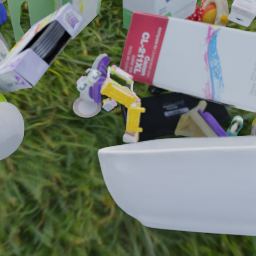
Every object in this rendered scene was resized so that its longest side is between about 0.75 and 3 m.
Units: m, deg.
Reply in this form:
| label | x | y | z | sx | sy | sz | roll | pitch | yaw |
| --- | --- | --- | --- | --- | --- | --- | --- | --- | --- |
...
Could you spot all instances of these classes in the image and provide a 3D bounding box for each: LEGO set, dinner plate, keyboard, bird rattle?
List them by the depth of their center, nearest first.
| label | x | y | z | sx | sy | sz | roll | pitch | yaw |
| --- | --- | --- | --- | --- | --- | --- | --- | --- | --- |
| LEGO set | -0.083 | -0.421 | 4.350 | 0.685 | 1.490 | 0.555 | -23 | 40 | 23 |
| keyboard | 1.258 | -0.600 | 7.906 | 2.861 | 0.367 | 1.718 | -12 | 64 | -9 |
| dinner plate | -1.167 | -0.612 | 8.049 | 0.802 | 0.097 | 0.802 | 0 | 57 | 0 |
| bird rattle | 2.670 | -3.452 | 9.081 | 1.205 | 1.744 | 2.139 | 12 | 64 | -14 |

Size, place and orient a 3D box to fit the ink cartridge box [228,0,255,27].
| label | x | y | z | sx | sy | sz | roll | pitch | yaw |
| --- | --- | --- | --- | --- | --- | --- | --- | --- | --- |
| ink cartridge box | 3.103 | -3.249 | 7.211 | 0.627 | 0.364 | 1.077 | 30 | 96 | 17 |

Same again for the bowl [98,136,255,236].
| label | x | y | z | sx | sy | sz | roll | pitch | yaw |
| --- | --- | --- | --- | --- | --- | --- | --- | --- | --- |
| bowl | 1.197 | 0.631 | 3.772 | 2.640 | 2.636 | 0.985 | -5 | 90 | 21 |

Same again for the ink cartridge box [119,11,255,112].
| label | x | y | z | sx | sy | sz | roll | pitch | yaw |
| --- | --- | --- | --- | --- | --- | --- | --- | --- | --- |
| ink cartridge box | 1.580 | -1.151 | 5.446 | 2.900 | 2.113 | 1.201 | 18 | 100 | 17 |

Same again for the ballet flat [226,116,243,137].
| label | x | y | z | sx | sy | sz | roll | pitch | yaw |
| --- | --- | --- | --- | --- | --- | --- | --- | --- | --- |
| ballet flat | 2.916 | -0.060 | 7.548 | 0.302 | 0.316 | 0.897 | 28 | 60 | 17 |

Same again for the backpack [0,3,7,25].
| label | x | y | z | sx | sy | sz | roll | pitch | yaw |
| --- | --- | --- | --- | --- | --- | --- | --- | --- | --- |
| backpack | -4.992 | -4.110 | 9.943 | 1.018 | 0.827 | 0.854 | -2 | 59 | -2 |

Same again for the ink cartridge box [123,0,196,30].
| label | x | y | z | sx | sy | sz | roll | pitch | yaw |
| --- | --- | --- | --- | --- | --- | --- | --- | --- | --- |
| ink cartridge box | 0.905 | -4.055 | 7.255 | 1.217 | 2.781 | 2.021 | 35 | 59 | 27 |

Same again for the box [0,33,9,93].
| label | x | y | z | sx | sy | sz | roll | pitch | yaw |
| --- | --- | --- | --- | --- | --- | --- | --- | --- | --- |
| box | -3.560 | -1.832 | 6.131 | 1.321 | 2.303 | 1.522 | -18 | 68 | -6 |

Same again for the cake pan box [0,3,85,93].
| label | x | y | z | sx | sy | sz | roll | pitch | yaw |
| --- | --- | --- | --- | --- | --- | --- | --- | --- | --- |
| cake pan box | -1.410 | -1.142 | 4.189 | 1.424 | 0.372 | 1.311 | 5 | 59 | 50 |

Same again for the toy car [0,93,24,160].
| label | x | y | z | sx | sy | sz | roll | pitch | yaw |
| --- | --- | --- | --- | --- | --- | --- | --- | --- | --- |
| toy car | -2.528 | 0.123 | 3.550 | 1.800 | 1.542 | 2.057 | 36 | 36 | 11 |

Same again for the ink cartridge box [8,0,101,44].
| label | x | y | z | sx | sy | sz | roll | pitch | yaw |
| --- | --- | --- | --- | --- | --- | --- | --- | --- | --- |
| ink cartridge box | -1.517 | -2.927 | 6.517 | 0.654 | 1.984 | 2.726 | 29 | 59 | 4 |

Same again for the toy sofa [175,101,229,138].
| label | x | y | z | sx | sy | sz | roll | pitch | yaw |
| --- | --- | --- | --- | --- | --- | --- | --- | --- | --- |
| toy sofa | 2.272 | 0.470 | 6.652 | 1.128 | 0.958 | 2.312 | -30 | 67 | -14 |

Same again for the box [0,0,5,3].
| label | x | y | z | sx | sy | sz | roll | pitch | yaw |
| --- | --- | --- | --- | --- | --- | --- | --- | --- | --- |
| box | -2.902 | -3.525 | 6.133 | 1.527 | 1.009 | 0.876 | -12 | 12 | 37 |

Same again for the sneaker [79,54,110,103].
| label | x | y | z | sx | sy | sz | roll | pitch | yaw |
| --- | --- | --- | --- | --- | --- | --- | --- | --- | --- |
| sneaker | -0.861 | -1.435 | 8.373 | 0.763 | 0.737 | 1.828 | 25 | 56 | -13 |

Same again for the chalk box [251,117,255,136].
| label | x | y | z | sx | sy | sz | roll | pitch | yaw |
| --- | --- | --- | --- | --- | --- | --- | --- | --- | --- |
| chalk box | 3.697 | -0.020 | 7.256 | 0.760 | 0.754 | 1.217 | 16 | 58 | 10 |
